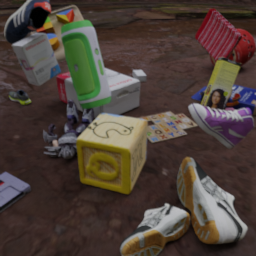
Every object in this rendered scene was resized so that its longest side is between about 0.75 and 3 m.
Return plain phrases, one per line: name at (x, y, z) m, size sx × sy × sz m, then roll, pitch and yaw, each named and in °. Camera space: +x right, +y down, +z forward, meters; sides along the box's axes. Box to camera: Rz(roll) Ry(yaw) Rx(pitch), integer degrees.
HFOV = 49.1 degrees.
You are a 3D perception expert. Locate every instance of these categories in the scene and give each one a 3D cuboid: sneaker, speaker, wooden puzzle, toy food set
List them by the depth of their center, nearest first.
sneaker at (0.476, 2.207, 6.013) m, size 1.809 × 0.684 × 0.793 m, roll -13°, pitch 23°, yaw -36°
sneaker at (1.931, 1.699, 6.730) m, size 1.068 × 0.921 × 2.436 m, roll 7°, pitch 35°, yaw -13°
sneaker at (2.313, -0.282, 6.735) m, size 1.846 × 1.052 × 0.669 m, roll 29°, pitch 32°, yaw -33°
sneaker at (-2.854, -2.926, 7.942) m, size 0.678 × 1.807 × 0.764 m, roll 11°, pitch 46°, yaw -54°
speaker at (-1.196, -1.770, 8.040) m, size 1.032 × 2.333 × 1.032 m, roll -14°, pitch 11°, yaw 3°
wooden puzzle at (-2.482, -3.502, 10.226) m, size 2.044 × 0.511 × 2.207 m, roll -22°, pitch 68°, yaw -9°
toy food set at (4.052, -0.951, 11.320) m, size 1.342 × 0.211 × 0.853 m, roll -45°, pitch 49°, yaw -10°
sneaker at (-4.733, -1.427, 12.195) m, size 1.316 × 0.533 × 0.486 m, roll 19°, pitch 35°, yaw 29°

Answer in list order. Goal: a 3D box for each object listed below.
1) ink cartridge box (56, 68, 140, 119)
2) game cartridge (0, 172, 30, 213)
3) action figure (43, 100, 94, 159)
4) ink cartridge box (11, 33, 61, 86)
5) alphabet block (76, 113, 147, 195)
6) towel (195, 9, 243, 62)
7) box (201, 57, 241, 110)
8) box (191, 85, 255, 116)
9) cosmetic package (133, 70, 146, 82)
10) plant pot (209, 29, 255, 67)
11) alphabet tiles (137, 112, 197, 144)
ink cartridge box at (-1.243, -1.540, 11.687) m, size 2.140 × 1.228 × 2.947 m, roll -26°, pitch 39°, yaw -37°
game cartridge at (-3.452, 1.767, 7.027) m, size 1.060 × 0.314 × 1.635 m, roll 22°, pitch 37°, yaw 25°
action figure at (-1.827, 0.118, 9.237) m, size 1.741 × 0.928 × 2.676 m, roll 6°, pitch 34°, yaw -1°
ink cartridge box at (-2.727, -2.075, 8.417) m, size 0.545 × 1.289 × 0.931 m, roll 19°, pitch 48°, yaw 34°
alphabet block at (-0.381, 0.653, 7.697) m, size 1.503 × 1.511 × 1.539 m, roll 8°, pitch 32°, yaw 16°
towel at (3.050, -3.140, 9.673) m, size 0.192 × 1.232 × 1.704 m, roll -8°, pitch 53°, yaw -31°
box at (2.737, -1.219, 8.382) m, size 0.623 × 1.654 × 0.415 m, roll 16°, pitch 9°, yaw -8°
box at (4.431, -1.408, 12.256) m, size 2.895 × 0.469 × 1.753 m, roll 19°, pitch 36°, yaw 31°
cosmetic package at (0.582, -2.691, 14.523) m, size 0.497 × 0.358 × 0.881 m, roll -7°, pitch 30°, yaw -16°
plant pot at (5.731, -4.212, 15.571) m, size 2.048 × 2.048 × 1.865 m, roll 23°, pitch 46°, yaw 33°
alphabet tiles at (1.409, -0.099, 10.390) m, size 2.088 × 0.079 × 1.745 m, roll -13°, pitch 32°, yaw -20°
